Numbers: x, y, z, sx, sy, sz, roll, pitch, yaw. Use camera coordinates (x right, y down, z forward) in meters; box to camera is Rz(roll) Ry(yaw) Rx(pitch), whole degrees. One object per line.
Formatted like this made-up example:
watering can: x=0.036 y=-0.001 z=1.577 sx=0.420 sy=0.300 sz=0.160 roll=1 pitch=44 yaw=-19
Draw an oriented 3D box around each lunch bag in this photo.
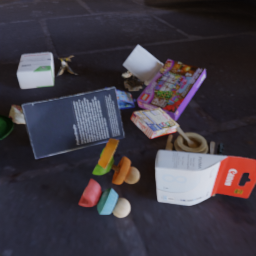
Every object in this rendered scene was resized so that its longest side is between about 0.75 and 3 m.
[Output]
lunch bag: x=-0.331 y=-1.243 z=12.061 sx=1.314 sy=0.618 sz=0.989 roll=1 pitch=33 yaw=-12

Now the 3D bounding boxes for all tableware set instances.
tableware set: x=1.991 y=0.918 z=9.101 sx=1.719 sy=0.521 sz=2.601 roll=9 pitch=38 yaw=11

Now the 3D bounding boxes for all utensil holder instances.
utensil holder: x=0.689 y=-2.970 z=13.209 sx=1.501 sy=1.276 sz=1.276 roll=38 pitch=39 yaw=-9

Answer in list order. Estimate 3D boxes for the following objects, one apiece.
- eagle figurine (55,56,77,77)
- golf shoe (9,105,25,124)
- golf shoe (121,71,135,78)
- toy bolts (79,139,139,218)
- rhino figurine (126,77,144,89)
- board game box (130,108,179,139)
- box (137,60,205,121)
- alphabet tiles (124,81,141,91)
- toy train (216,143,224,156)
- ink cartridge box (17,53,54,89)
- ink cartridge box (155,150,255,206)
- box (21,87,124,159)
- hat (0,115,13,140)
eagle figurine: x=-3.271 y=-3.104 z=14.492 sx=0.979 sy=0.973 sz=1.290 roll=-28 pitch=63 yaw=29
golf shoe: x=-4.140 y=-0.351 z=10.936 sx=1.342 sy=0.614 sz=0.505 roll=36 pitch=8 yaw=25
golf shoe: x=0.059 y=-2.811 z=14.278 sx=0.914 sy=0.403 sz=0.353 roll=-20 pitch=42 yaw=-23
toy bolts: x=-0.313 y=1.423 z=7.603 sx=1.319 sy=1.816 sz=1.901 roll=25 pitch=57 yaw=-4
rhino figurine: x=0.371 y=-2.040 z=12.757 sx=0.364 sy=0.533 sz=1.218 roll=-61 pitch=25 yaw=-13
board game box: x=0.992 y=-0.207 z=10.252 sx=1.487 sy=0.344 sz=1.127 roll=-12 pitch=48 yaw=-43
box: x=1.850 y=-1.686 z=11.872 sx=1.820 sy=0.520 sz=2.660 roll=23 pitch=63 yaw=30
alphabet tiles: x=0.228 y=-2.037 z=13.485 sx=0.777 sy=0.035 sz=0.930 roll=-5 pitch=38 yaw=-3
toy train: x=2.852 y=1.017 z=8.824 sx=0.201 sy=0.271 sz=1.181 roll=18 pitch=57 yaw=3
ink cartridge box: x=-4.532 y=-2.890 z=13.941 sx=1.560 sy=0.900 sz=2.135 roll=-6 pitch=37 yaw=-9
ink cartridge box: x=1.951 y=1.421 z=7.118 sx=2.460 sy=1.970 sz=0.582 roll=6 pitch=53 yaw=12
box: x=-1.850 y=-0.240 z=8.976 sx=2.633 sy=1.636 sz=2.655 roll=-12 pitch=8 yaw=-17
hat: x=-5.576 y=-0.695 z=9.970 sx=2.386 sy=2.100 sz=1.976 roll=-10 pitch=37 yaw=-13
